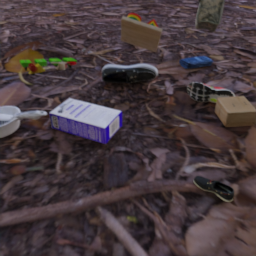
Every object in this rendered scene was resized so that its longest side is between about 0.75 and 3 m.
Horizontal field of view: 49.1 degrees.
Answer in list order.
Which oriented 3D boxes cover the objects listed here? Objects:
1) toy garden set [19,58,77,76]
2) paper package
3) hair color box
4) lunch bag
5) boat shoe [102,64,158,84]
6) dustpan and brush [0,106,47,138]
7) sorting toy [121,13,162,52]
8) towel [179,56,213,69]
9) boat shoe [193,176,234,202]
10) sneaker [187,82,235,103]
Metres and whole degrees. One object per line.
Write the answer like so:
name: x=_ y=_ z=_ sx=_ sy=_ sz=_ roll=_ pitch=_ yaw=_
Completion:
toy garden set: x=-2.663 y=-2.092 z=9.587 sx=1.837 sy=0.367 sz=1.531 roll=-9 pitch=22 yaw=-23
paper package: x=4.031 y=-0.620 z=10.548 sx=1.186 sy=0.644 sz=1.244 roll=-3 pitch=33 yaw=-5
hair color box: x=-1.491 y=-0.284 z=9.970 sx=2.256 sy=0.731 sz=1.233 roll=16 pitch=37 yaw=20
lunch bag: x=2.834 y=-4.223 z=9.594 sx=0.886 sy=1.507 sz=1.236 roll=13 pitch=10 yaw=8
boat shoe: x=0.052 y=-2.464 z=13.287 sx=2.671 sy=0.917 sz=0.756 roll=2 pitch=53 yaw=7
dustpan and brush: x=-4.197 y=-0.286 z=9.876 sx=2.836 sy=0.811 sz=1.979 roll=3 pitch=33 yaw=5
sorting toy: x=0.575 y=-4.031 z=11.661 sx=1.646 sy=1.636 sz=0.573 roll=19 pitch=78 yaw=2
towel: x=3.708 y=-3.628 z=15.362 sx=1.655 sy=0.402 sz=0.924 roll=-12 pitch=34 yaw=-17
boat shoe: x=2.294 y=1.550 z=7.514 sx=1.129 sy=0.354 sz=0.413 roll=25 pitch=41 yaw=35
sneaker: x=3.509 y=-1.449 z=11.936 sx=2.018 sy=0.777 sz=0.857 roll=19 pitch=21 yaw=20
